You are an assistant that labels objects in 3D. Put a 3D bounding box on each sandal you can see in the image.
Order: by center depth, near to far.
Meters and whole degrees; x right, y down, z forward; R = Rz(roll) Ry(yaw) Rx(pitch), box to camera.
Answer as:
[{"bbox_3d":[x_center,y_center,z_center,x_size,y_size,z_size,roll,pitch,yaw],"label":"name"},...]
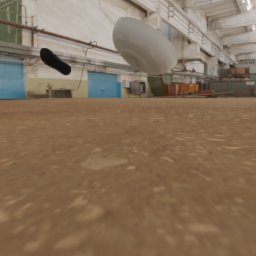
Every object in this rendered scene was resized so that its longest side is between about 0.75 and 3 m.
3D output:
[{"bbox_3d":[-1.463,-1.319,5.648,0.768,0.289,0.184,39,16,5],"label":"sandal"}]

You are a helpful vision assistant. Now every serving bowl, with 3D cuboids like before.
[{"bbox_3d":[0.262,-1.607,5.958,1.542,0.507,1.542,32,-7,4],"label":"serving bowl"}]
